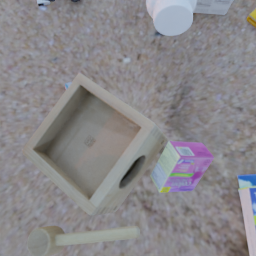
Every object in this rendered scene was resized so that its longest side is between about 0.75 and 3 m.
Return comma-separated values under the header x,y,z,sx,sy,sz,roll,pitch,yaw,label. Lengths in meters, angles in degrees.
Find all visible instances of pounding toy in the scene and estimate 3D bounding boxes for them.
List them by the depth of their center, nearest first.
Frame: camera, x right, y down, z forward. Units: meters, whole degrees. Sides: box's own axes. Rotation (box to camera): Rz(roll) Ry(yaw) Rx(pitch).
x,y,z,sx,sy,sz,roll,pitch,yaw,label
-0.576,0.970,5.028,2.488,1.295,2.831,35,89,22,pounding toy

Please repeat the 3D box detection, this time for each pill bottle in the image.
x,y,z,sx,sy,sz,roll,pitch,yaw,label
0.976,-3.173,6.504,1.130,1.130,2.034,0,61,0,pill bottle

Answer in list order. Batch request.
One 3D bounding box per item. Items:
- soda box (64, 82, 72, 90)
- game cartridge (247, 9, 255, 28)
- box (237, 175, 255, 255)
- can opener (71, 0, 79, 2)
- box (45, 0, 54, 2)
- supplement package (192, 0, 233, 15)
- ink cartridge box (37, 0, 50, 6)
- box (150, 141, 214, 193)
x,y,z,sx,sy,sz,roll,pitch,yaw,label
-1.398,-0.621,7.828,0.427,0.460,1.344,-15,74,-4,soda box
4.913,-3.490,8.774,1.809,0.293,1.595,-41,78,-13,game cartridge
3.820,2.537,6.809,1.775,0.694,2.911,-3,75,-2,box
-2.024,-4.498,8.973,1.433,0.563,0.454,37,85,19,can opener
-2.332,-3.731,7.026,0.976,0.265,1.219,2,61,-14,box
2.332,-4.360,8.669,1.632,0.905,1.271,4,75,0,supplement package
-2.772,-4.325,9.065,0.374,0.148,0.753,-10,76,-3,ink cartridge box
0.888,0.659,4.701,0.714,0.812,0.392,5,36,-29,box
